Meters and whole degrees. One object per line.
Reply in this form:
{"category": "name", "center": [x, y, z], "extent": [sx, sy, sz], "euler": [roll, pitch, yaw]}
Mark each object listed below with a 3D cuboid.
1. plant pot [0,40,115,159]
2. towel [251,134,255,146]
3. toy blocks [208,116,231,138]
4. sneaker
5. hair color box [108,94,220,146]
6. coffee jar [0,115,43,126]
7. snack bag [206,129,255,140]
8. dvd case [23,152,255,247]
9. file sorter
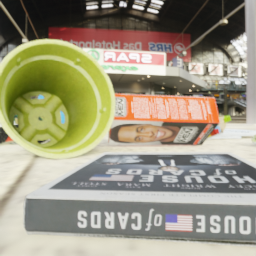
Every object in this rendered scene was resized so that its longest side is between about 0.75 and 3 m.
{"category": "plant pot", "center": [-1.591, -0.352, 5.550], "extent": [2.074, 2.074, 1.907], "euler": [-1, -10, -28]}
{"category": "towel", "center": [3.960, 0.249, 6.007], "extent": [1.624, 0.457, 1.897], "euler": [0, 1, -18]}
{"category": "toy blocks", "center": [2.502, 0.033, 8.971], "extent": [1.362, 0.681, 0.931], "euler": [-6, 25, 35]}
{"category": "sneaker", "center": [-2.893, 0.140, 7.367], "extent": [1.656, 0.583, 0.774], "euler": [-3, 8, -9]}
{"category": "hair color box", "center": [0.716, -0.141, 6.298], "extent": [2.281, 0.698, 1.158], "euler": [1, -29, -7]}
{"category": "coffee jar", "center": [-3.281, -0.018, 8.847], "extent": [0.945, 0.773, 1.812], "euler": [-15, -10, 43]}
{"category": "snack bag", "center": [3.450, 0.220, 10.431], "extent": [2.537, 0.272, 2.392], "euler": [-1, 2, -17]}
{"category": "dvd case", "center": [0.339, 0.445, 2.469], "extent": [1.601, 0.263, 2.130], "euler": [0, 1, 7]}
{"category": "file sorter", "center": [-2.529, -0.588, 10.100], "extent": [1.459, 1.013, 0.895], "euler": [36, 20, -2]}
